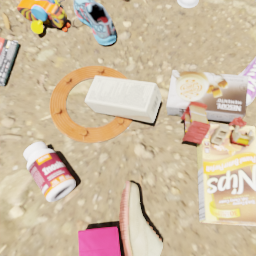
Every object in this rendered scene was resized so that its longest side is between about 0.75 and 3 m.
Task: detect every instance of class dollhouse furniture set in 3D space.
[{"bbox_3d":[2.340,0.000,7.486,1.716,0.698,0.923,15,42,-4],"label":"dollhouse furniture set"}]

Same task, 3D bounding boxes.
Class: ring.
[{"bbox_3d":[-1.099,-0.847,8.798,2.759,0.265,2.759,0,66,-1],"label":"ring"}]

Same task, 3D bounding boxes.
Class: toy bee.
[{"bbox_3d":[-2.717,-3.845,9.709,1.545,1.283,2.360,-48,51,-7],"label":"toy bee"}]

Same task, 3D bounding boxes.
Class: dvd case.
[{"bbox_3d":[-5.028,-2.386,9.190,2.355,0.259,1.719,12,67,-10],"label":"dvd case"}]

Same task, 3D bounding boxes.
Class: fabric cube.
[{"bbox_3d":[-0.675,2.952,6.822,0.934,0.919,0.937,-7,66,-3],"label":"fabric cube"}]

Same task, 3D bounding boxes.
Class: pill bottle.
[{"bbox_3d":[-2.174,1.152,7.613,0.865,0.865,1.532,-36,71,-14],"label":"pill bottle"}]

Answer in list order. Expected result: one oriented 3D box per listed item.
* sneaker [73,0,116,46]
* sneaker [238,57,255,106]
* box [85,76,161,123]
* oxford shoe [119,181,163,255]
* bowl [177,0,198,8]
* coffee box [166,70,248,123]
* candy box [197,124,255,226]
[{"bbox_3d":[-1.135,-4.025,9.672,0.935,1.126,2.357,-33,71,-13],"label":"sneaker"},{"bbox_3d":[3.941,-1.724,8.631,0.808,1.271,2.229,32,72,11],"label":"sneaker"},{"bbox_3d":[-0.143,-0.849,8.142,1.980,0.770,0.940,13,72,26],"label":"box"},{"bbox_3d":[0.311,2.691,6.994,1.005,0.964,2.723,-2,76,-7],"label":"oxford shoe"},{"bbox_3d":[2.258,-4.904,10.476,0.779,0.350,0.779,0,68,0],"label":"bowl"},{"bbox_3d":[2.301,-0.913,8.262,2.139,0.853,1.223,9,75,14],"label":"coffee box"},{"bbox_3d":[2.728,1.238,7.639,1.526,0.731,2.644,3,66,2],"label":"candy box"}]
